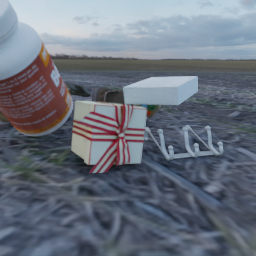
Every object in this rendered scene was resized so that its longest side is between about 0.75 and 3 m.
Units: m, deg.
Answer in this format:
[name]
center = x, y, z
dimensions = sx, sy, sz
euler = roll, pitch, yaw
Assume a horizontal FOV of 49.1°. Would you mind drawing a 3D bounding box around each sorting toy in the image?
[sorting toy]
center = 0.492, -0.526, 8.079
dimensions = 0.681, 1.210, 0.165
euler = 19, 51, -19

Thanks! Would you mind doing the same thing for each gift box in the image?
[gift box]
center = -0.422, 0.108, 4.939
dimensions = 1.228, 1.133, 1.146
euler = -3, 10, -30

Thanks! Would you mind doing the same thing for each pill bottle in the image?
[pill bottle]
center = -2.284, -1.143, 5.770
dimensions = 1.514, 2.700, 1.514
euler = -6, 53, 9

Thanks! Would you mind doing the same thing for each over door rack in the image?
[over door rack]
center = 1.058, 0.171, 5.788
dimensions = 1.135, 0.512, 1.536
euler = -3, 16, -15

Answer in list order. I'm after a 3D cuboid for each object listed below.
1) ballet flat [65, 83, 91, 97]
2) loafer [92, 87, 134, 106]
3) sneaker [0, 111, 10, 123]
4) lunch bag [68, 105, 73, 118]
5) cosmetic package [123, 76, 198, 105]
[ballet flat]
center = -1.677, -1.203, 9.266
dimensions = 0.474, 0.326, 1.408
euler = 47, 15, 12
[loafer]
center = -0.369, -0.827, 8.923
dimensions = 0.939, 0.966, 2.646
euler = 8, 16, 16
[sneaker]
center = -3.728, -0.898, 8.640
dimensions = 1.675, 1.061, 2.978
euler = -9, 25, 17
[lunch bag]
center = -2.250, -0.615, 8.718
dimensions = 0.990, 0.690, 0.830
euler = -6, 6, -3
[cosmetic package]
center = 0.717, -0.785, 5.725
dimensions = 1.087, 0.373, 1.442
euler = 2, 17, 29
